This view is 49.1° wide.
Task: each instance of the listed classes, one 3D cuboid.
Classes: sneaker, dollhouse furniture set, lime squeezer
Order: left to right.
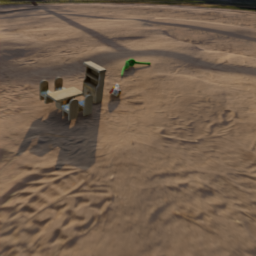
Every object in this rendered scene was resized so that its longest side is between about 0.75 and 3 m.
[{"bbox_3d":[-2.356,-1.827,12.568,2.224,1.686,2.537,32,38,32],"label":"dollhouse furniture set"},{"bbox_3d":[-0.611,-1.858,14.210,0.515,0.488,1.254,37,24,-7],"label":"sneaker"},{"bbox_3d":[0.167,-3.804,17.388,0.994,0.531,2.815,48,47,12],"label":"lime squeezer"}]
